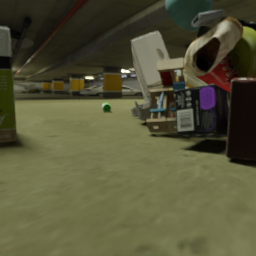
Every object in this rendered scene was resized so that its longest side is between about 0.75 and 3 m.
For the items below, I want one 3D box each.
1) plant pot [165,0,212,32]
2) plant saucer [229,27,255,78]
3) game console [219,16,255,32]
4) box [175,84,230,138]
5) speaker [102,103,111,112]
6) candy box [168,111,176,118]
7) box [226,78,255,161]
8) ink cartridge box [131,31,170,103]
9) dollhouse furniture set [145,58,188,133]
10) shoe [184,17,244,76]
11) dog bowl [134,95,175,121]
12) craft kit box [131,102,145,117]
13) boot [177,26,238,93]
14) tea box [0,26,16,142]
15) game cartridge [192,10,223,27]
[{"bbox_3d":[2.153,-4.132,9.200,1.540,1.540,1.037,-4,-17,-28],"label":"plant pot"},{"bbox_3d":[3.445,-2.152,8.831,0.300,1.934,1.934,-12,11,-20],"label":"plant saucer"},{"bbox_3d":[3.610,-2.105,9.050,1.517,2.607,2.293,13,20,-9],"label":"game console"},{"bbox_3d":[1.939,-0.322,6.705,0.934,1.076,1.761,-5,-8,37],"label":"box"},{"bbox_3d":[-1.393,-1.316,17.986,0.585,0.585,1.322,-1,7,-7],"label":"speaker"},{"bbox_3d":[1.570,-0.377,9.690,0.918,0.469,0.121,-2,18,21],"label":"candy box"},{"bbox_3d":[2.838,-0.207,5.274,1.759,1.444,1.459,4,12,21],"label":"box"},{"bbox_3d":[0.945,-2.146,10.884,1.131,1.942,2.667,-18,-11,-1],"label":"ink cartridge box"},{"bbox_3d":[1.049,-0.841,7.935,1.225,1.232,1.748,-3,-33,18],"label":"dollhouse furniture set"},{"bbox_3d":[1.948,-1.888,7.173,0.863,0.659,2.468,41,-16,1],"label":"shoe"},{"bbox_3d":[1.517,-0.715,11.048,2.525,0.741,2.525,-3,-3,0],"label":"dog bowl"},{"bbox_3d":[1.571,-1.066,13.517,2.090,0.507,2.064,-5,-15,-44],"label":"craft kit box"},{"bbox_3d":[3.030,-1.924,8.500,1.070,2.133,2.956,-7,40,-46],"label":"boot"},{"bbox_3d":[-4.119,-1.075,7.441,1.865,2.746,2.791,-4,8,-26],"label":"tea box"},{"bbox_3d":[1.927,-2.630,6.743,0.616,0.189,0.925,-5,9,1],"label":"game cartridge"}]
